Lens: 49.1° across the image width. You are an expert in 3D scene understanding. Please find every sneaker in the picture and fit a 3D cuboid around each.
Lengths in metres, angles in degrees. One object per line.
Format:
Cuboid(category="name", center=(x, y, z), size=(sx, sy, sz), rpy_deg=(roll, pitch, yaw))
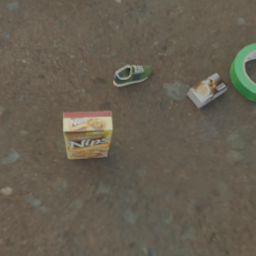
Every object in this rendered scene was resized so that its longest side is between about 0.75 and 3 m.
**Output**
Cuboid(category="sneaker", center=(0.227, -2.363, 12.055), size=(1.851, 0.831, 0.621), rpy_deg=(-21, 70, -8))

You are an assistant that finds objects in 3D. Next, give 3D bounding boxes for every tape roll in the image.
Cuboid(category="tape roll", center=(5.878, -2.394, 12.172), size=(2.702, 0.649, 2.702), rpy_deg=(0, 69, 0))

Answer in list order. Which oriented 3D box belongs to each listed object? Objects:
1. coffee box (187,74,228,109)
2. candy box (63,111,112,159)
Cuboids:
Cuboid(category="coffee box", center=(3.372, -1.570, 11.887), size=(1.432, 0.571, 0.819), rpy_deg=(-30, 72, -11))
Cuboid(category="candy box", center=(-1.432, 0.328, 9.886), size=(1.527, 2.645, 0.731), rpy_deg=(-3, 66, -10))
